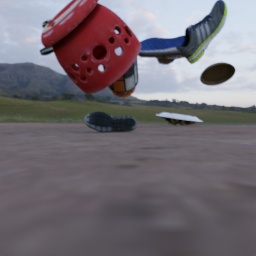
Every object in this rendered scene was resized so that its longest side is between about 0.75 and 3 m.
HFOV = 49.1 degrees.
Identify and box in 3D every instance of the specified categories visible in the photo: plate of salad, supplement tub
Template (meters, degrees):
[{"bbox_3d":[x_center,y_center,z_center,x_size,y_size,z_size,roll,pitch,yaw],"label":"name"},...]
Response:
[{"bbox_3d":[2.886,-0.434,16.051,2.676,0.643,2.676,8,6,-1],"label":"plate of salad"},{"bbox_3d":[-0.332,-2.627,12.611,1.577,1.577,2.574,0,-31,4],"label":"supplement tub"}]

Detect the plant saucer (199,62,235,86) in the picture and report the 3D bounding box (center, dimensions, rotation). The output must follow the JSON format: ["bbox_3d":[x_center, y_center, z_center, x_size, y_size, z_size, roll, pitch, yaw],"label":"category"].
[{"bbox_3d":[2.585,-1.576,8.150,1.021,0.150,1.021,-4,-27,-2],"label":"plant saucer"}]

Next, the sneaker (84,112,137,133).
[{"bbox_3d":[-0.417,-0.067,6.250,1.201,0.453,0.476,8,-13,-22],"label":"sneaker"}]

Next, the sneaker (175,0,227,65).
[{"bbox_3d":[2.665,-3.557,10.178,0.975,2.408,0.890,24,15,-24],"label":"sneaker"}]

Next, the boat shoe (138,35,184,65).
[{"bbox_3d":[1.729,-3.423,12.757,2.957,1.068,1.070,-9,-38,-14],"label":"boat shoe"}]

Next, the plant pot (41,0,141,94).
[{"bbox_3d":[-1.316,-2.925,9.424,2.705,2.705,2.463,2,-38,51],"label":"plant pot"}]

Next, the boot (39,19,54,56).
[{"bbox_3d":[-3.496,-3.977,12.300,0.600,1.256,1.663,-19,19,49],"label":"boot"}]
